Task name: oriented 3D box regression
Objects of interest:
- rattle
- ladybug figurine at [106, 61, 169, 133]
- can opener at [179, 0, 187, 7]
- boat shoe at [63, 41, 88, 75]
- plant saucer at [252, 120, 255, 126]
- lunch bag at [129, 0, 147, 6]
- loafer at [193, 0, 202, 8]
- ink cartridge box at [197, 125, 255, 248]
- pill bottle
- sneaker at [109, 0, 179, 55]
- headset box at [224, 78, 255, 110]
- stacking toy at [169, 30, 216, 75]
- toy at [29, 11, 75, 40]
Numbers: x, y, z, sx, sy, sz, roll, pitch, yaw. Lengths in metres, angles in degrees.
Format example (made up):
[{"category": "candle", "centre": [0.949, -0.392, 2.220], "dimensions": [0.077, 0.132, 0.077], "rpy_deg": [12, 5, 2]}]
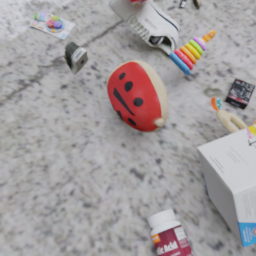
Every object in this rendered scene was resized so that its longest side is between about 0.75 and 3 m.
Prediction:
[{"category": "rattle", "centre": [2.765, -0.044, 8.299], "dimensions": [1.512, 1.080, 0.984], "rpy_deg": [40, 51, 9]}, {"category": "ladybug figurine", "centre": [0.148, -0.861, 7.638], "dimensions": [0.931, 1.756, 2.587], "rpy_deg": [-5, 36, -30]}, {"category": "can opener", "centre": [2.311, -5.303, 11.548], "dimensions": [0.222, 0.278, 0.832], "rpy_deg": [21, 66, 10]}, {"category": "boat shoe", "centre": [-1.592, -2.112, 8.406], "dimensions": [0.580, 1.822, 0.644], "rpy_deg": [42, 79, -5]}, {"category": "plant saucer", "centre": [4.931, 0.560, 8.193], "dimensions": [2.717, 0.508, 2.717], "rpy_deg": [-5, 72, 16]}, {"category": "lunch bag", "centre": [0.088, -4.451, 8.424], "dimensions": [0.576, 1.405, 1.237], "rpy_deg": [-8, 52, 44]}, {"category": "loafer", "centre": [2.856, -5.425, 11.515], "dimensions": [0.404, 0.447, 1.182], "rpy_deg": [-11, 64, 2]}, {"category": "ink cartridge box", "centre": [3.358, 1.158, 6.785], "dimensions": [2.563, 1.887, 1.854], "rpy_deg": [-22, 29, -1]}, {"category": "pill bottle", "centre": [1.091, 2.941, 7.193], "dimensions": [0.852, 0.852, 1.493], "rpy_deg": [-18, 65, -8]}, {"category": "sneaker", "centre": [0.614, -3.636, 9.750], "dimensions": [2.867, 1.095, 1.154], "rpy_deg": [22, 63, -22]}, {"category": "headset box", "centre": [3.754, -1.114, 9.448], "dimensions": [0.717, 0.372, 0.963], "rpy_deg": [25, 68, 12]}, {"category": "stacking toy", "centre": [2.109, -2.477, 8.752], "dimensions": [1.533, 0.889, 0.841], "rpy_deg": [-44, 77, 13]}, {"category": "toy", "centre": [-2.981, -4.122, 10.924], "dimensions": [1.563, 0.369, 0.900], "rpy_deg": [23, 67, 11]}]
